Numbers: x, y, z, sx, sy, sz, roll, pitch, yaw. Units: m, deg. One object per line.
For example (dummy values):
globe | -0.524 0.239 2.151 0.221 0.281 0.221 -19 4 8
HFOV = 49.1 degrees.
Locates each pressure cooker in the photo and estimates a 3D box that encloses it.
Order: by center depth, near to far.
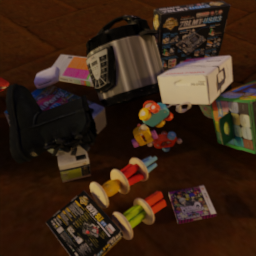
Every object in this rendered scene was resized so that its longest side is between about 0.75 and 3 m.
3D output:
pressure cooker | -0.147 -2.261 9.482 2.434 2.767 2.472 -15 4 2

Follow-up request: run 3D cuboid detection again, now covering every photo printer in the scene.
photo printer | -2.837 -1.750 9.827 0.865 0.361 1.040 -21 31 2

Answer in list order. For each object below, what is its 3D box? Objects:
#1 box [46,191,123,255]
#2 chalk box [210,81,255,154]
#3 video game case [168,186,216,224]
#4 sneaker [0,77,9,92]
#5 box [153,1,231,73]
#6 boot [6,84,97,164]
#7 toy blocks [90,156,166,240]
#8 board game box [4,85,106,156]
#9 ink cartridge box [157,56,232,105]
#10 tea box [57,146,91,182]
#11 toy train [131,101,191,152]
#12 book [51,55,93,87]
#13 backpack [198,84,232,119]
box | -1.042 2.381 6.592 1.186 0.366 1.485 -38 55 -23
chalk box | 3.615 -0.315 8.425 2.568 1.603 1.592 -20 18 -20
video game case | 1.663 2.003 7.361 1.008 0.180 0.913 -10 40 -2
sneaker | -5.081 -1.169 9.480 1.727 1.172 2.990 -59 33 -3
box | 2.283 -3.208 10.730 2.814 2.793 0.699 -15 41 -15
boot | -2.170 -0.378 7.919 2.227 1.006 2.718 -18 60 1
toy blocks | 0.297 1.634 7.320 2.033 0.738 1.694 -27 63 -32
board game box | -2.365 -0.285 9.277 2.658 0.854 1.961 23 50 24
ink cartridge box | 2.133 -1.504 8.696 1.556 0.907 2.150 4 27 36
tea box | -1.545 1.033 7.979 0.830 0.816 0.554 -11 46 -14
toy train | 0.901 -0.100 8.057 1.649 2.196 0.611 -8 52 -15
book | -2.152 -2.402 11.657 2.029 0.488 1.355 13 52 12
backpack | 3.053 -1.158 9.996 1.410 1.069 1.689 -12 45 0
